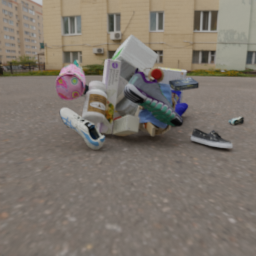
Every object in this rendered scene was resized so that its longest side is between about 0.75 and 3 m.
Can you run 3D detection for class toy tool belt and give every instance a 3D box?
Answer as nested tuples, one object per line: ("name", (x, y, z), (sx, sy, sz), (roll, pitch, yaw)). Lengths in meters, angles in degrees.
("toy tool belt", (1.029, -1.056, 10.617), (1.694, 2.714, 1.668), (6, 2, 0))

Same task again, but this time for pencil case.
("pencil case", (-2.168, -1.797, 10.691), (1.077, 1.077, 2.463), (-2, 19, -7))

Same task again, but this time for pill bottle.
("pill bottle", (-1.194, -0.953, 10.279), (0.806, 1.410, 0.806), (4, -20, 2))

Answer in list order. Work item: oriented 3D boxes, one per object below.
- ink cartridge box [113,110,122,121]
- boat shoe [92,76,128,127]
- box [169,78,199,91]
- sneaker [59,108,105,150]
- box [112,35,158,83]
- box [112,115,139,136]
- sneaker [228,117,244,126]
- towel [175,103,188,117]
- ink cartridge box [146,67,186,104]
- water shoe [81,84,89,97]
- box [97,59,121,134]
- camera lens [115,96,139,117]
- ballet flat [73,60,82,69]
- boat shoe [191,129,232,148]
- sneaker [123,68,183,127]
("ink cartridge box", (-0.705, -0.954, 13.551), (1.034, 1.780, 0.599), (-18, 48, 11))
("boat shoe", (-1.132, -1.086, 11.877), (0.952, 2.778, 1.000), (40, 14, -25))
("box", (2.199, -1.728, 11.127), (0.976, 0.249, 0.770), (-9, 27, -6))
("sneaker", (-1.557, -0.080, 9.680), (1.931, 0.700, 0.694), (42, 34, 8))
("box", (0.159, -2.833, 12.203), (1.532, 1.312, 1.524), (35, -26, -16))
("box", (-0.101, -0.063, 10.581), (0.495, 0.604, 1.273), (12, -11, -24))
("sneaker", (5.178, -0.354, 13.398), (0.909, 0.353, 0.392), (-9, 13, -33))
("towel", (1.828, -0.679, 14.159), (2.076, 0.697, 2.812), (-5, 11, 22))
("ink cartridge box", (2.008, -2.239, 15.663), (2.187, 2.161, 0.514), (11, 24, 15))
("water shoe", (-2.009, -1.628, 12.345), (0.518, 0.572, 1.449), (-24, 48, -23))
("box", (-0.780, -1.219, 11.109), (0.559, 2.891, 0.599), (6, 6, -17))
("camera lens", (0.291, -0.733, 12.280), (1.456, 1.165, 1.165), (41, -11, -33))
("ballet flat", (-2.435, -2.956, 13.716), (0.382, 0.452, 1.196), (28, 29, -30))
("boat shoe", (2.970, 0.338, 10.000), (0.569, 0.539, 1.628), (4, 8, -37))
("sneaker", (1.086, -1.019, 9.674), (2.516, 1.101, 0.936), (33, -19, -24))
